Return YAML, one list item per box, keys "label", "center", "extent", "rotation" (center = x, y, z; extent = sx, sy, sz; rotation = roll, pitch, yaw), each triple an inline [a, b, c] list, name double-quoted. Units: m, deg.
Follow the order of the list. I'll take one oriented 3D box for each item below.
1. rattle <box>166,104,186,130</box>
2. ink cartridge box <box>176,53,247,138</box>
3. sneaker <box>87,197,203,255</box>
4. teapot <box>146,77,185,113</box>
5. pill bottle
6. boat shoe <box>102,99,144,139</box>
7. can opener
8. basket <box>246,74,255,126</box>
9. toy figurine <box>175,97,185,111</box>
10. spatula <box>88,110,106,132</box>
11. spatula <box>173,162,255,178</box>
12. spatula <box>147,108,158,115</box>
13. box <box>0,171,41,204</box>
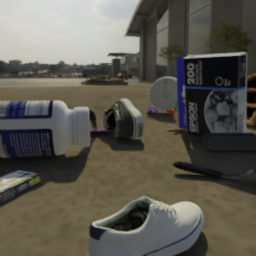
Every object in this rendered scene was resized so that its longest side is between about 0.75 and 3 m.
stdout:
- label: "rattle"
  center: [2.065, -0.428, 9.934]
  extent: [0.903, 0.823, 1.265]
  rotation: [-15, 23, -24]
- label: "ink cartridge box"
  center: [2.247, -0.900, 8.262]
  extent: [0.529, 2.416, 2.439]
  rotation: [-17, 19, -36]
- label: "sneaker"
  center: [0.291, 1.049, 3.048]
  extent: [1.644, 0.582, 0.600]
  rotation: [-10, 15, -43]
- label: "teapot"
  center: [2.042, -1.610, 13.903]
  extent: [1.909, 1.884, 1.394]
  rotation: [49, 23, 16]
- label: "pill bottle"
  center: [-2.074, 0.016, 6.522]
  extent: [2.317, 1.287, 1.287]
  rotation: [-2, 11, -9]
- label: "boat shoe"
  center: [-0.334, -0.361, 9.142]
  extent: [0.947, 1.052, 2.974]
  rotation: [-1, 12, -14]
- label: "can opener"
  center: [3.147, 0.154, 7.141]
  extent: [2.355, 0.787, 0.628]
  rotation: [0, 11, -1]
- label: "basket"
  center: [5.023, -1.201, 11.108]
  extent: [2.031, 1.946, 2.727]
  rotation: [0, 11, -8]
- label: "toy figurine"
  center: [2.659, -0.823, 11.173]
  extent: [2.260, 1.697, 2.080]
  rotation: [-21, 10, 30]
- label: "spatula"
  center: [-1.026, -0.127, 8.220]
  extent: [0.704, 0.256, 2.490]
  rotation: [-1, -16, 0]
- label: "spatula"
  center: [1.878, 0.832, 5.120]
  extent: [2.162, 0.222, 0.611]
  rotation: [4, 11, 22]
- label: "spatula"
  center: [1.081, -0.775, 13.261]
  extent: [0.495, 0.180, 1.752]
  rotation: [17, 12, 10]
- label: "box"
  center: [-1.974, 0.957, 4.622]
  extent: [0.530, 0.167, 0.963]
  rotation: [5, 12, 23]
